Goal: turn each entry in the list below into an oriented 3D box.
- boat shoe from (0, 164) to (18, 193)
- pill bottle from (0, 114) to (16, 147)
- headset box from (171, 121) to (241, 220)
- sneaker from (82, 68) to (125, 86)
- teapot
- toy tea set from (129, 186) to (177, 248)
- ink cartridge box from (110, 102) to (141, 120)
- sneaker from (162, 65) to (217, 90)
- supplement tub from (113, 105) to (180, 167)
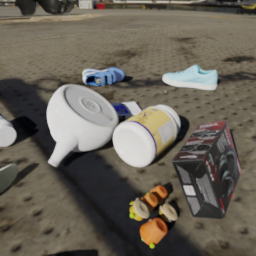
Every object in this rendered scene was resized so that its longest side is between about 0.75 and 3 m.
[{"bbox_3d":[-3.950,1.572,7.620,0.712,0.756,2.106,19,36,23],"label":"boat shoe"},{"bbox_3d":[-4.799,0.018,10.237,0.946,0.946,1.635,-23,36,-35],"label":"pill bottle"},{"bbox_3d":[2.218,0.985,7.478,0.887,1.709,2.297,-8,21,39],"label":"headset box"},{"bbox_3d":[-1.364,-2.734,15.408,2.377,0.879,0.978,-4,34,2],"label":"sneaker"},{"bbox_3d":[-1.726,-0.119,9.675,2.617,1.911,2.583,3,43,-46],"label":"teapot"},{"bbox_3d":[0.583,2.114,6.858,1.060,0.660,1.783,48,25,13],"label":"toy tea set"},{"bbox_3d":[-0.121,-0.764,12.319,1.280,0.280,1.292,-5,29,-14],"label":"ink cartridge box"},{"bbox_3d":[3.365,-2.894,15.243,2.972,1.218,1.099,9,29,15],"label":"sneaker"},{"bbox_3d":[0.681,0.187,9.327,1.536,1.536,2.113,19,34,30],"label":"supplement tub"}]
